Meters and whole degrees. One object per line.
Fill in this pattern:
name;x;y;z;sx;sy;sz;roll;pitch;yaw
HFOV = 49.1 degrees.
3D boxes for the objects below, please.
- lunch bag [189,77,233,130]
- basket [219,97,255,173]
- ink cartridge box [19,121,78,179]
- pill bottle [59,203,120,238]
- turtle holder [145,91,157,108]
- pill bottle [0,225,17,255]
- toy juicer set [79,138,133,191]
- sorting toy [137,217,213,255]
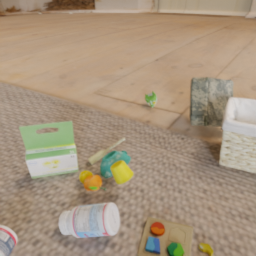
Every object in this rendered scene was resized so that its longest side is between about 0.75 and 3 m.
lunch bag;3.180;-0.930;10.622;1.573;1.875;1.307;2;-12;18
basket;4.297;0.349;8.586;2.808;1.732;1.903;12;32;20
ink cartridge box;-2.151;0.663;7.812;1.392;1.913;0.459;-7;53;-12
pill bottle;-0.884;2.099;6.324;1.271;0.691;0.691;-12;25;19
turtle holder;1.081;-1.250;12.569;0.554;0.518;0.730;-32;35;-11
pill bottle;-2.836;2.621;5.679;0.674;0.674;1.127;6;30;10
toy juicer set;-0.637;1.195;8.250;1.568;0.671;2.464;-28;15;6
sorting toy;1.102;2.559;6.243;1.614;0.216;1.202;8;31;14
